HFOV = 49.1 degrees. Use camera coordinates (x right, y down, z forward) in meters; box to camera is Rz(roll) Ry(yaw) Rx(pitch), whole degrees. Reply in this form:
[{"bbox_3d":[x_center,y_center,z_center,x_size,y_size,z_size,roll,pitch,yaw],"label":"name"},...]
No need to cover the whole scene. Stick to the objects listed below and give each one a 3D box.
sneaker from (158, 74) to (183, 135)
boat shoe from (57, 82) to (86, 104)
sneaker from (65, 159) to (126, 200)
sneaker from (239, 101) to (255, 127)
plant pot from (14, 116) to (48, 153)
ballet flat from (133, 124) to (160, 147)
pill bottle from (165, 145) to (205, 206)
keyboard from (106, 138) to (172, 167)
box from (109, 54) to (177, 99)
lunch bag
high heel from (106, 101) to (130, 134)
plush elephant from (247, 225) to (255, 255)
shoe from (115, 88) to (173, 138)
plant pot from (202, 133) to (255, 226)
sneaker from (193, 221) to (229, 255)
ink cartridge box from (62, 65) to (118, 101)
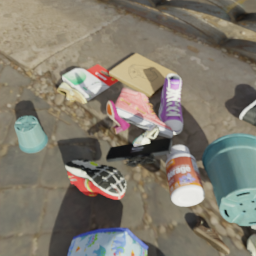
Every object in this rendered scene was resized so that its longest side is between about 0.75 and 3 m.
[{"bbox_3d":[1.831,-1.158,11.884,1.014,1.595,2.797,0,51,-2],"label":"sneaker"},{"bbox_3d":[-2.605,-1.482,12.865,1.648,0.610,0.547,32,68,28],"label":"boat shoe"},{"bbox_3d":[-1.056,1.844,9.385,2.653,1.126,1.022,17,29,42],"label":"sneaker"},{"bbox_3d":[5.886,-0.743,12.117,2.150,0.760,1.066,-36,60,-20],"label":"sneaker"},{"bbox_3d":[-3.860,0.203,11.011,1.159,1.135,1.159,1,50,-1],"label":"plant pot"},{"bbox_3d":[0.647,0.298,9.280,1.098,0.395,0.395,-40,60,-20],"label":"ballet flat"},{"bbox_3d":[1.727,1.460,8.884,1.014,1.014,1.807,-2,43,-2],"label":"pill bottle"},{"bbox_3d":[0.335,0.927,9.270,2.281,0.452,1.187,-11,26,22],"label":"keyboard"},{"bbox_3d":[0.737,-2.663,13.991,2.661,0.283,2.176,34,56,25],"label":"box"},{"bbox_3d":[-0.869,3.960,7.540,2.404,1.532,2.044,-14,40,29],"label":"lunch bag"},{"bbox_3d":[-0.317,-0.426,9.150,0.613,1.276,0.430,-30,43,-24],"label":"high heel"},{"bbox_3d":[4.307,3.368,8.266,1.423,1.728,1.338,6,71,21],"label":"plush elephant"},{"bbox_3d":[0.729,-0.591,11.047,2.615,0.934,1.189,23,80,-3],"label":"shoe"},{"bbox_3d":[3.253,1.539,8.070,2.033,2.033,1.991,6,35,5],"label":"plant pot"},{"bbox_3d":[2.653,3.388,8.746,1.227,0.432,0.463,32,56,24],"label":"sneaker"},{"bbox_3d":[-1.763,-2.429,13.672,1.800,0.560,2.237,37,60,26],"label":"ink cartridge box"}]
